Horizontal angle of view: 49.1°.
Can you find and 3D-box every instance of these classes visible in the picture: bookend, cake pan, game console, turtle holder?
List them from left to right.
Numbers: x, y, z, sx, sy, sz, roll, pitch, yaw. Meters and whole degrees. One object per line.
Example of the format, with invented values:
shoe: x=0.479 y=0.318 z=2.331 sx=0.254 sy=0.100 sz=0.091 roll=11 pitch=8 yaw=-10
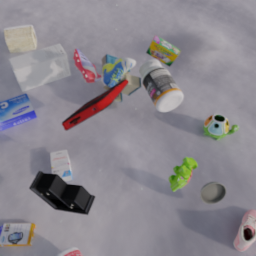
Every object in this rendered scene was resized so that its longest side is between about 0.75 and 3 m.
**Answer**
bookend: x=-1.645 y=1.653 z=7.116 sx=1.161 sy=1.154 sz=0.535 roll=-1 pitch=49 yaw=29
game console: x=-1.050 y=-0.727 z=8.939 sx=2.083 sy=0.323 sz=1.843 roll=-25 pitch=15 yaw=33
cake pan: x=2.461 y=1.883 z=8.163 sx=0.785 sy=0.785 sz=0.144 roll=-5 pitch=26 yaw=-4
turtle holder: x=3.274 y=-0.030 z=10.040 sx=0.835 sy=0.780 sz=1.099 roll=-35 pitch=59 yaw=-25

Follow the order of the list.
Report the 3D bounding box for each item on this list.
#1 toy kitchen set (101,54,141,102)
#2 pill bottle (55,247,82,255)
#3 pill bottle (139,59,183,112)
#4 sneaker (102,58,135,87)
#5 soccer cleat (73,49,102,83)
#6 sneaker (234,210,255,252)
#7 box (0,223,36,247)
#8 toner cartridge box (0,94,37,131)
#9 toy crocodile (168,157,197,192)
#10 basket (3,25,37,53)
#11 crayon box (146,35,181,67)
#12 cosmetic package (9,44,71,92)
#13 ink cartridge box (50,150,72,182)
toy kitchen set: x=-0.089 y=-2.147 z=11.119 sx=1.207 sy=1.642 sz=2.049 roll=10 pitch=64 yaw=-35
pill bottle: x=-1.147 y=3.946 z=6.668 sx=1.053 sy=1.053 sz=1.936 roll=-33 pitch=59 yaw=-24
pill bottle: x=1.125 y=-1.530 z=10.014 sx=1.047 sy=1.047 sz=1.800 roll=-18 pitch=60 yaw=-14
sneaker: x=-0.335 y=-1.829 z=9.548 sx=0.627 sy=1.655 sz=0.869 roll=9 pitch=84 yaw=-33
soccer cleat: x=-1.542 y=-2.285 z=10.297 sx=0.633 sy=0.552 sz=1.654 roll=-12 pitch=56 yaw=-28
sneaker: x=3.434 y=2.774 z=7.846 sx=0.507 sy=0.704 sz=1.346 roll=29 pitch=55 yaw=23
box: x=-3.198 y=3.034 z=7.956 sx=1.002 sy=0.208 sz=0.597 roll=-2 pitch=51 yaw=2
toner cartridge box: x=-4.725 y=-0.470 z=10.581 sx=2.228 sy=0.481 sz=1.058 roll=-24 pitch=55 yaw=-18
toy crocodile: x=1.251 y=1.038 z=6.310 sx=0.415 sy=0.454 sz=1.344 roll=43 pitch=27 yaw=4
basket: x=-5.109 y=-4.196 z=13.323 sx=1.369 sy=0.928 sz=0.845 roll=-11 pitch=56 yaw=-9
crayon box: x=1.140 y=-2.503 z=9.200 sx=0.952 sy=0.822 sz=0.278 roll=29 pitch=75 yaw=-3
cosmetic package: x=-3.668 y=-2.548 z=11.811 sx=2.210 sy=1.189 sz=0.937 roll=-22 pitch=55 yaw=-18
ink cartridge box: x=-2.218 y=1.276 z=9.262 sx=0.598 sy=0.353 sz=1.040 roll=-11 pitch=52 yaw=-9
